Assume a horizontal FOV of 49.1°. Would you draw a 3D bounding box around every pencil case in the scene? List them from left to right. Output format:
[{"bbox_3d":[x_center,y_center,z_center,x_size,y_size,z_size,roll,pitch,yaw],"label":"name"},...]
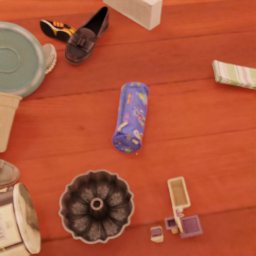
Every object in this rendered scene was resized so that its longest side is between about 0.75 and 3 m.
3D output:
[{"bbox_3d":[0.080,-0.375,8.467,0.899,1.000,2.304,-10,52,26],"label":"pencil case"}]

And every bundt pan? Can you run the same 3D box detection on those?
[{"bbox_3d":[-0.769,2.028,7.059,1.848,0.694,1.848,0,57,-1],"label":"bundt pan"}]

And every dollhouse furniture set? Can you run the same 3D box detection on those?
[{"bbox_3d":[0.988,1.815,6.922,1.216,1.089,1.534,-16,46,10],"label":"dollhouse furniture set"}]

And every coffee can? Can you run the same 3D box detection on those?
[{"bbox_3d":[-3.311,2.360,6.240,2.243,1.642,1.642,-16,58,-12],"label":"coffee can"}]

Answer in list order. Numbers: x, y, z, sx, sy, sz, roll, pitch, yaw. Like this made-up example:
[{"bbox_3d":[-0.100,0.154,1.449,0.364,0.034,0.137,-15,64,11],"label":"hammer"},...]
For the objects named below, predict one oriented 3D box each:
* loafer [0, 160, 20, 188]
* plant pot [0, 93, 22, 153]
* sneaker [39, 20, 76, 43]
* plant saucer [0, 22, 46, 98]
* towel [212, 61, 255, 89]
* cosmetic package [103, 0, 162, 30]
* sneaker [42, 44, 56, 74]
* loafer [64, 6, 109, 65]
[{"bbox_3d":[-4.199,1.099,7.640,2.327,0.731,0.836,8,57,5],"label":"loafer"},{"bbox_3d":[-3.987,-0.160,7.844,1.764,1.764,1.615,5,89,3],"label":"plant pot"},{"bbox_3d":[-2.738,-3.887,11.101,1.613,0.564,0.726,28,45,17],"label":"sneaker"},{"bbox_3d":[-3.902,-2.146,8.956,2.529,0.347,2.529,-1,93,-24],"label":"plant saucer"},{"bbox_3d":[3.778,-1.859,9.659,1.606,0.247,1.198,10,46,-1],"label":"towel"},{"bbox_3d":[0.111,-5.275,11.580,2.804,1.157,0.710,40,66,22],"label":"cosmetic package"},{"bbox_3d":[-3.375,-2.192,9.674,0.902,0.952,2.317,28,60,17],"label":"sneaker"},{"bbox_3d":[-1.499,-3.587,10.510,1.016,0.890,2.827,29,58,-5],"label":"loafer"}]
